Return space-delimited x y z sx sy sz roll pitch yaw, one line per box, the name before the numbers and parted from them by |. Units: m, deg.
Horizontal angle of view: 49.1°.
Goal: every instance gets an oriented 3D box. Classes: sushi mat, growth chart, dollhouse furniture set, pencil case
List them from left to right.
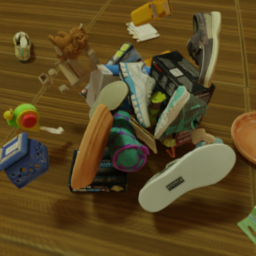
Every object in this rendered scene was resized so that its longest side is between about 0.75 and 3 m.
dollhouse furniture set | -1.856 -1.820 9.437 1.968 0.871 1.020 -37 79 -1
pencil case | -0.136 0.338 9.032 1.143 1.053 2.474 -23 31 2
growth chart | 0.742 -5.506 15.752 1.596 0.196 2.205 -15 49 -13
sushi mat | 0.517 0.291 8.887 0.982 2.053 0.124 41 83 16

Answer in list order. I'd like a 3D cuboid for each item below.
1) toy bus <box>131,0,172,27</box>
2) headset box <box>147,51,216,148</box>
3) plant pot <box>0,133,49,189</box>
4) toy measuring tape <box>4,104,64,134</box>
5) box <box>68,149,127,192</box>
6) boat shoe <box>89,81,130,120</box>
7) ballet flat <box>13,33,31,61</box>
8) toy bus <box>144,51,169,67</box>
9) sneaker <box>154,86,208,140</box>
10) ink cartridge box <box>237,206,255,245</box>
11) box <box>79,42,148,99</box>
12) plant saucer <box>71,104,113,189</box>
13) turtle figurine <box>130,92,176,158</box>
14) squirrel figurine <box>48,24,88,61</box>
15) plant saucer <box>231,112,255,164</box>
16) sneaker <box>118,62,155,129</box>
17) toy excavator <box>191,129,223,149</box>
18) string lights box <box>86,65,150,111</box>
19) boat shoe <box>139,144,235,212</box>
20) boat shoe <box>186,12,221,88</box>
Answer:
toy bus | 0.819 -4.158 10.124 0.737 0.613 1.883 -21 16 -17
headset box | 1.518 -0.823 9.447 1.058 2.739 2.038 -19 52 -22
plant pot | -2.619 0.756 6.947 0.960 0.863 0.960 -34 36 7
toy measuring tape | -2.862 -0.286 8.945 2.153 0.792 0.792 14 30 -47
box | -0.928 1.363 9.074 1.815 0.417 1.443 1 45 0
boat shoe | -0.499 -0.791 8.640 0.698 2.063 0.741 -17 73 -39
ballet flat | -5.350 -4.340 14.194 0.873 0.873 2.470 -12 48 -11
toy bus | 0.957 -2.561 12.249 2.281 0.893 0.742 -30 90 -29
sneaker | 1.459 -0.169 7.961 1.042 2.285 0.886 24 61 -1
ink cartridge box | 4.146 2.525 7.907 1.851 0.549 0.961 -23 51 -21
box | -0.483 -1.794 10.656 2.592 1.427 0.450 -49 45 -2
plant saucer | -0.905 0.545 7.622 0.448 2.392 2.392 19 48 1
turtle figurine | 0.613 -0.302 9.591 0.889 2.227 2.762 -22 42 -19
squirrel figurine | -1.657 -2.660 8.680 1.210 0.856 1.129 31 64 36
plant saucer | 4.957 0.472 9.892 2.649 0.496 2.649 0 46 0
sneaker | 0.435 -1.060 8.421 0.961 0.832 2.219 -14 77 -8
toy excavator | 2.568 0.591 8.825 1.579 1.624 0.811 3 53 -10
string lights box | 0.021 -1.437 10.223 2.855 1.467 0.842 -6 36 -34
boat shoe | 1.455 1.197 7.367 2.707 0.957 0.862 -30 4 9
boat shoe | 1.764 -1.918 6.685 0.734 0.814 2.264 9 63 9
